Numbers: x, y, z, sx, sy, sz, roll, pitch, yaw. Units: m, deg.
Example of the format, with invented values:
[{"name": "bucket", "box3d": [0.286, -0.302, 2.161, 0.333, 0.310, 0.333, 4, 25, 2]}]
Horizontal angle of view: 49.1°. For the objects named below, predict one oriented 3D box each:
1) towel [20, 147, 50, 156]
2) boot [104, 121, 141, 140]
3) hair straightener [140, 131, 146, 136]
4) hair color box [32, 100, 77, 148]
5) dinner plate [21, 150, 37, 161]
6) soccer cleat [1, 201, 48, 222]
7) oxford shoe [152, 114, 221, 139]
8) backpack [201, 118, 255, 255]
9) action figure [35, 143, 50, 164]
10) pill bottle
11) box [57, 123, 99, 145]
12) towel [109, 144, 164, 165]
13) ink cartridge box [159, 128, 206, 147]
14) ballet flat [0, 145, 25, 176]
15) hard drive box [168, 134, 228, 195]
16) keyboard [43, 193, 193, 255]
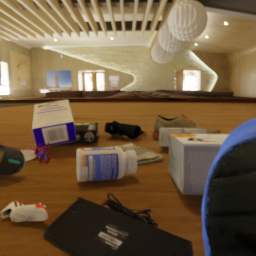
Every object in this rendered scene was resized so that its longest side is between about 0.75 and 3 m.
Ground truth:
[{"name": "towel", "box3d": [-3.359, 0.862, 9.637, 1.160, 0.130, 0.839, -9, 15, -38]}, {"name": "boot", "box3d": [-0.142, 0.110, 12.683, 1.465, 0.666, 1.743, 10, 1, 13]}, {"name": "hair straightener", "box3d": [0.439, 0.103, 13.370, 0.583, 0.310, 1.514, 6, 7, -35]}, {"name": "hair color box", "box3d": [-2.825, -0.236, 10.665, 1.418, 0.841, 2.594, -10, 27, -12]}, {"name": "dinner plate", "box3d": [-3.447, 0.883, 9.134, 0.931, 0.113, 0.931, -1, 18, 0]}, {"name": "soccer cleat", "box3d": [-1.835, 1.525, 4.966, 0.982, 0.337, 0.418, 2, 17, 31]}, {"name": "oxford shoe", "box3d": [2.489, -0.016, 11.890, 2.978, 1.114, 1.049, 4, 9, 12]}, {"name": "backpack", "box3d": [2.255, 0.917, 2.487, 2.992, 2.431, 2.510, -9, 0, 19]}, {"name": "action figure", "box3d": [-2.710, 0.722, 8.944, 0.368, 0.559, 1.128, 21, -2, -29]}, {"name": "pill bottle", "box3d": [-0.552, 0.911, 7.122, 1.474, 0.826, 0.826, -1, 9, -14]}, {"name": "box", "box3d": [-2.312, 0.215, 12.132, 2.017, 0.614, 2.502, -3, 9, -3]}, {"name": "towel", "box3d": [0.000, 0.852, 9.118, 1.783, 0.308, 1.716, -4, 10, -29]}, {"name": "ink cartridge box", "box3d": [2.012, 0.373, 10.332, 1.668, 0.706, 1.206, 3, -1, 10]}, {"name": "ballet flat", "box3d": [-4.079, 0.734, 7.390, 2.732, 0.998, 0.998, 3, 10, 16]}, {"name": "hard drive box", "box3d": [2.490, 0.771, 6.588, 2.833, 1.088, 2.208, 1, 4, 0]}, {"name": "keyboard", "box3d": [-0.116, 1.683, 4.192, 2.372, 0.470, 1.235, 9, 36, 40]}]
